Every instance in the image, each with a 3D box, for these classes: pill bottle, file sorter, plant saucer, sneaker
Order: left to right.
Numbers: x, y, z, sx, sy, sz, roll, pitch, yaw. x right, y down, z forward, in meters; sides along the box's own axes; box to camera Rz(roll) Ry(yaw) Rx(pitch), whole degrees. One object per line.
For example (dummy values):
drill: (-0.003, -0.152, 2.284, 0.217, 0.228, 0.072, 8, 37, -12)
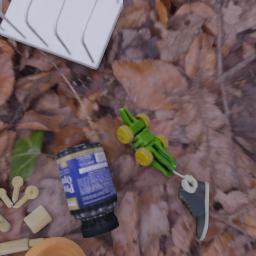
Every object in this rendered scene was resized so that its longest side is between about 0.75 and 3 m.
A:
file sorter: (-1.924, -3.186, 7.107, 2.985, 1.859, 2.071, 21, 85, 4)
plant saucer: (-1.606, 3.241, 6.182, 1.574, 0.295, 1.574, 12, 60, -21)
pill bottle: (-0.944, 1.484, 6.851, 1.179, 1.179, 2.108, -17, 82, -2)
sneaker: (1.630, 2.075, 7.151, 0.757, 0.533, 1.425, 5, 74, 7)

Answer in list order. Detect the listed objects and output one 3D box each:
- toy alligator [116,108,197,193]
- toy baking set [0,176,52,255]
toy alligator: (0.614, 0.655, 7.225, 0.921, 0.667, 2.778, -35, 82, -37)
toy baking set: (-3.206, 2.307, 7.218, 2.439, 0.284, 1.872, -15, 79, -2)
